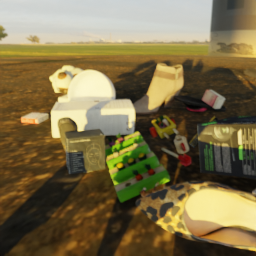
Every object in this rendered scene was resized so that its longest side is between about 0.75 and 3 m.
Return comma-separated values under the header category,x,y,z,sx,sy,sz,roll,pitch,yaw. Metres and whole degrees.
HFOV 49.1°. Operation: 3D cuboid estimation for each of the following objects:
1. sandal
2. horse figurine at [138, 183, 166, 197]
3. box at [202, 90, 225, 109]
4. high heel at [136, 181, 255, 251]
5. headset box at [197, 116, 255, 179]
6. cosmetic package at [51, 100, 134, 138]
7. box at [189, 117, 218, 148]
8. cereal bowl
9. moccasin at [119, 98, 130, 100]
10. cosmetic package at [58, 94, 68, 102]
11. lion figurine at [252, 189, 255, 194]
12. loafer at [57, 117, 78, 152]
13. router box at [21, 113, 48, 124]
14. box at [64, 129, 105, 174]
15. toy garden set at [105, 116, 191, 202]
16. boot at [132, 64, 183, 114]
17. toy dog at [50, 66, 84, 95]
category,x,y,z,sx,sy,sz,roll,pitch,yaw
sandal,3.140,-0.941,12.433,2.349,0.529,0.882,15,24,-1
horse figurine,0.636,1.350,5.320,0.779,0.516,0.194,39,25,-3
box,3.653,-1.224,12.026,0.426,0.500,0.782,-7,38,-40
high heel,1.343,1.158,3.557,2.457,0.877,1.751,8,-10,0
headset box,3.081,0.341,6.344,2.176,1.159,2.499,-10,6,-44
cosmetic package,-1.203,-0.363,9.723,2.701,1.000,1.373,-1,18,-7
box,2.145,0.144,7.924,0.780,0.241,0.976,-42,-13,-10
cereal bowl,-1.356,-1.260,11.078,1.973,1.973,0.822,8,7,22
moccasin,-0.404,-1.082,12.627,0.563,0.477,1.399,17,24,27
cosmetic package,-2.058,-1.350,13.128,1.173,0.720,2.843,4,19,14
lion figurine,2.999,1.307,5.030,2.214,0.802,1.356,9,8,41
loafer,-1.529,0.254,7.327,0.513,1.410,0.510,-10,56,-4
router box,-3.667,-0.388,11.044,0.715,0.195,0.797,5,19,15
box,-1.076,0.570,6.996,0.930,0.914,0.576,-5,20,-18
toy garden set,0.461,0.473,6.775,2.119,0.507,2.542,-23,22,-4
boot,1.259,-1.753,12.174,2.749,2.010,0.966,-16,36,-35
toy dog,-2.715,-2.077,12.781,1.725,1.241,1.779,2,21,17
